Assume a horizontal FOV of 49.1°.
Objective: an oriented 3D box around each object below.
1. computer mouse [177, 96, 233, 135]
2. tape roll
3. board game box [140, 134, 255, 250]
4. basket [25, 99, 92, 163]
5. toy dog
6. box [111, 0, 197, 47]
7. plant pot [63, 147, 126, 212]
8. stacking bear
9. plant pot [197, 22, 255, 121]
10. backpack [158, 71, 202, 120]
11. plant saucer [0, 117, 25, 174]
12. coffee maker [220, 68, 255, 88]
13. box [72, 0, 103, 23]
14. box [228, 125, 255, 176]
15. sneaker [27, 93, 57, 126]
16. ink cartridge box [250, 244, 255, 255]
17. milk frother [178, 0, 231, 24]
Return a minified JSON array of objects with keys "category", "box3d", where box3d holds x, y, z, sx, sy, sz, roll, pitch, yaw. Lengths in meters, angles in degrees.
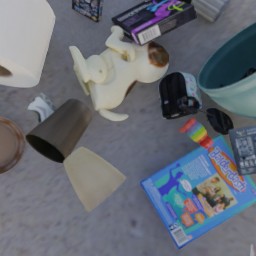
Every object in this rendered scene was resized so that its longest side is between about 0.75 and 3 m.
[{"category":"computer mouse","box3d":[2.001,-0.284,7.298,2.329,0.396,0.683,20,56,-37]},{"category":"tape roll","box3d":[-3.465,-2.415,7.142,2.782,2.782,1.910,10,80,2]},{"category":"board game box","box3d":[1.859,1.619,7.342,2.514,0.566,1.912,-30,77,-2]},{"category":"basket","box3d":[-1.611,0.011,6.950,1.273,0.960,1.412,14,52,31]},{"category":"toy dog","box3d":[-0.070,-1.598,7.545,2.405,1.678,2.332,-26,74,-9]},{"category":"box","box3d":[0.589,-3.020,7.709,1.623,2.271,0.410,-29,124,-4]},{"category":"plant pot","box3d":[-0.645,0.785,4.759,0.846,0.846,0.903,-41,87,-7]},{"category":"stacking bear","box3d":[1.730,0.165,6.876,0.798,0.454,0.485,46,65,1]},{"category":"plant pot","box3d":[3.483,-1.316,7.196,1.860,2.776,2.776,44,81,-19]},{"category":"backpack","box3d":[1.397,-0.913,7.666,0.919,1.084,1.221,-7,82,-42]},{"category":"plant saucer","box3d":[-3.606,0.479,7.491,1.592,0.255,1.592,-7,102,-36]},{"category":"coffee maker","box3d":[3.148,-1.146,7.634,0.873,0.908,0.612,20,50,-9]},{"category":"box","box3d":[-1.218,-3.695,8.278,0.939,0.932,0.233,30,69,2]},{"category":"box","box3d":[3.329,0.481,6.825,1.491,0.380,1.176,-13,76,17]},{"category":"sneaker","box3d":[-2.067,-0.129,7.610,1.574,0.583,0.696,49,66,-17]},{"category":"ink cartridge box","box3d":[2.479,3.516,4.120,0.684,2.212,2.728,-8,37,11]},{"category":"milk frother","box3d":[2.364,-4.227,8.055,1.570,1.669,1.507,35,78,6]}]
